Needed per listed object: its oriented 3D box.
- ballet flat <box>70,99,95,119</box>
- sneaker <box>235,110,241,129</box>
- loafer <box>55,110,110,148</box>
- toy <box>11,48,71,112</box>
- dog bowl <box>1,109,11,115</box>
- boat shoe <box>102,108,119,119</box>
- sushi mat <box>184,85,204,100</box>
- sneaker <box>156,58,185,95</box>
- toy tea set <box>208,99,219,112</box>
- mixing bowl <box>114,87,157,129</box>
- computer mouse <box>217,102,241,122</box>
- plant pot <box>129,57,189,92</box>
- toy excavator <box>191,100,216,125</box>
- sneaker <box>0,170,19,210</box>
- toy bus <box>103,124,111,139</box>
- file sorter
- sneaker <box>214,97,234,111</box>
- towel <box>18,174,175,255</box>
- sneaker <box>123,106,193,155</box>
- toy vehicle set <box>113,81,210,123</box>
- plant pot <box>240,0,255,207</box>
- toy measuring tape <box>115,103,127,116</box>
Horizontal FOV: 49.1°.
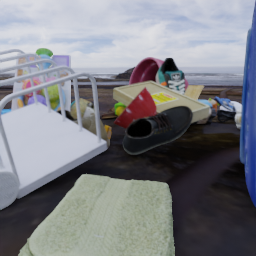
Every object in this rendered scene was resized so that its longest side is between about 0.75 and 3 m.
[{"bbox_3d":[-1.519,-0.495,9.435,0.946,0.946,2.677,-1,11,-3],"label":"ballet flat"},{"bbox_3d":[3.757,-0.174,8.100,1.199,0.765,2.075,0,1,7],"label":"sneaker"},{"bbox_3d":[-1.677,0.023,6.415,2.645,0.892,1.005,2,11,13],"label":"loafer"},{"bbox_3d":[-2.387,-1.079,7.694,1.553,2.697,0.637,0,-26,-10],"label":"toy"},{"bbox_3d":[-4.297,-0.444,10.318,1.401,0.347,0.781,9,14,43],"label":"dog bowl"},{"bbox_3d":[-0.549,-0.592,10.891,1.150,0.404,0.405,-10,5,-40],"label":"boat shoe"},{"bbox_3d":[1.978,-0.794,9.453,0.090,1.494,0.715,33,-9,-33],"label":"sushi mat"},{"bbox_3d":[1.659,-1.474,10.341,0.952,1.066,2.668,-6,55,-13],"label":"sneaker"},{"bbox_3d":[2.646,-0.788,10.706,1.570,0.581,0.934,-20,27,-13],"label":"toy tea set"},{"bbox_3d":[0.300,-0.396,7.532,0.705,1.301,1.301,41,14,0],"label":"mixing bowl"},{"bbox_3d":[3.967,-0.688,10.700,1.392,0.557,2.539,-6,8,11],"label":"computer mouse"},{"bbox_3d":[1.538,-1.851,13.025,2.144,2.396,2.396,10,4,-34],"label":"plant pot"},{"bbox_3d":[2.438,-0.711,9.726,0.666,1.333,1.297,-1,-28,-5],"label":"toy excavator"},{"bbox_3d":[-2.403,0.798,3.224,1.086,0.692,1.880,5,3,35],"label":"sneaker"},{"bbox_3d":[-0.928,0.095,7.016,1.197,0.390,0.469,9,-13,31],"label":"toy bus"},{"bbox_3d":[-1.760,-0.337,4.677,1.621,1.455,2.336,-27,38,-36],"label":"file sorter"},{"bbox_3d":[3.374,-0.907,9.827,0.751,0.309,0.278,32,3,-4],"label":"sneaker"},{"bbox_3d":[-0.168,0.961,3.043,1.374,0.338,1.851,3,11,8],"label":"towel"},{"bbox_3d":[0.695,-0.043,5.721,1.707,0.638,0.907,-30,-16,-13],"label":"sneaker"},{"bbox_3d":[0.979,-0.823,8.963,1.706,0.364,2.745,-16,33,-33],"label":"toy vehicle set"},{"bbox_3d":[3.092,-0.444,3.976,2.895,2.895,2.603,2,6,12],"label":"plant pot"},{"bbox_3d":[0.516,-0.918,10.611,1.039,1.039,2.823,7,22,32],"label":"toy measuring tape"}]
